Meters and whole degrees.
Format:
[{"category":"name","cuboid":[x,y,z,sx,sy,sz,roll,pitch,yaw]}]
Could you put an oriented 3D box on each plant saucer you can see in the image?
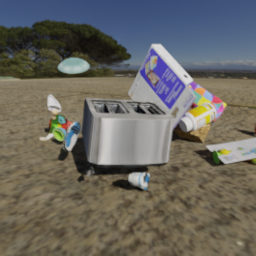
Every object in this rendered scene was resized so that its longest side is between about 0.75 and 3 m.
[{"category":"plant saucer","cuboid":[-1.620,-1.889,8.306,0.936,0.180,0.936,1,35,-1]}]

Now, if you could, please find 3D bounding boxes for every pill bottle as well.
[{"category":"pill bottle","cuboid":[2.529,-0.357,10.294,1.321,0.722,0.722,-27,23,-19]}]

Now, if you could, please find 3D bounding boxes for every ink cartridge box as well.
[{"category":"ink cartridge box","cuboid":[1.282,-1.265,10.658,0.586,2.676,2.701,-17,62,-34]}]

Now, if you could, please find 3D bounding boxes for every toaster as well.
[{"category":"toaster","cuboid":[-0.117,0.115,7.726,2.229,1.462,2.465,0,21,-14]}]

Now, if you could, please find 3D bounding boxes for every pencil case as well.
[{"category":"pencil case","cuboid":[2.818,-1.154,11.463,2.360,1.043,1.043,37,19,2]}]

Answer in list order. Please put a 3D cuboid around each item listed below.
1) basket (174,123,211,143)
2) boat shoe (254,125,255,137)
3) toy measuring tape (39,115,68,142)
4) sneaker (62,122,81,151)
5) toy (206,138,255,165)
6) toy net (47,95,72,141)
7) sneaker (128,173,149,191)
[{"category":"basket","cuboid":[2.618,-0.061,11.494,1.237,0.922,0.883,18,-15,39]},{"category":"boat shoe","cuboid":[6.372,0.215,11.608,0.798,0.701,2.241,-11,19,-42]},{"category":"toy measuring tape","cuboid":[-3.304,-0.090,12.547,0.885,0.885,2.407,3,15,11]},{"category":"sneaker","cuboid":[-1.625,0.248,8.157,0.339,0.905,0.392,25,-5,2]},{"category":"toy","cuboid":[4.044,0.867,9.263,2.531,0.598,1.458,-5,18,-7]},{"category":"toy net","cuboid":[-2.544,-0.327,10.283,0.944,1.800,0.348,5,34,35]},{"category":"sneaker","cuboid":[0.253,1.262,6.833,0.476,0.412,1.099,5,-19,13]}]
